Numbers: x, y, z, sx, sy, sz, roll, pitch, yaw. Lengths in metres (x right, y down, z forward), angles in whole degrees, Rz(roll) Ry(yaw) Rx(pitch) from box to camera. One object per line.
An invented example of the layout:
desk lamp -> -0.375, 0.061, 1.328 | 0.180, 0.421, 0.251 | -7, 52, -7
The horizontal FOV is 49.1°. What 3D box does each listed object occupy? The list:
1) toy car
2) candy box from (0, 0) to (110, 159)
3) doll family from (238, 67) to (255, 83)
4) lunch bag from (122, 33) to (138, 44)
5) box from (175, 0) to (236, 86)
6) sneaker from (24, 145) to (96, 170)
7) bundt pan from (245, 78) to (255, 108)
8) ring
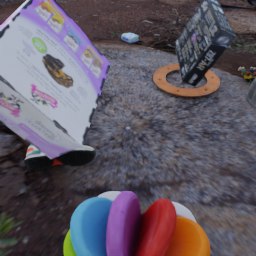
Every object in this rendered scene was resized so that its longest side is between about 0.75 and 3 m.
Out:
toy car -> 0.098, 1.913, 4.670 | 2.512, 1.884, 2.198 | 8, 40, 11
candy box -> -1.759, -1.213, 6.056 | 1.033, 2.422, 2.887 | -22, 38, 32
doll family -> 4.857, -2.012, 10.784 | 1.227, 0.481, 0.709 | -5, 34, -11
lunch bag -> 0.087, -4.503, 14.032 | 0.626, 0.321, 0.779 | -28, 46, -33
box -> 2.065, -2.513, 8.003 | 0.470, 1.731, 2.161 | 19, 42, -17
sneaker -> -1.780, 0.558, 7.379 | 1.801, 0.634, 0.842 | -7, 44, -5
bundt pan -> 5.203, -1.257, 9.564 | 2.118, 0.795, 2.118 | 0, 39, 0
ring -> 2.209, -1.818, 10.727 | 2.496, 0.239, 2.496 | 0, 39, 0
